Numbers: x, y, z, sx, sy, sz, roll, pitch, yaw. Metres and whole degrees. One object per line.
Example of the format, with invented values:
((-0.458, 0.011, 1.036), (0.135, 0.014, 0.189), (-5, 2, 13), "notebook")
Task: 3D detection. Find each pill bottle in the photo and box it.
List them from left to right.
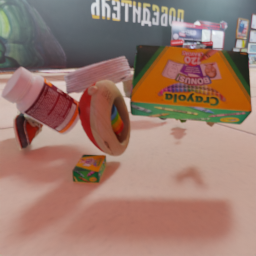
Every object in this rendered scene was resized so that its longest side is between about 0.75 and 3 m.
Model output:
((-2.361, -0.728, 7.804), (1.971, 1.126, 1.126), (35, -7, -35), "pill bottle")

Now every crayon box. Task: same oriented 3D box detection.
((-0.858, 0.911, 6.382), (0.575, 0.282, 0.968), (1, 16, 5), "crayon box")
((1.348, -0.967, 6.255), (2.492, 1.480, 0.726), (5, -22, 4), "crayon box")

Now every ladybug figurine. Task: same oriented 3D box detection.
((-0.556, -0.202, 6.575), (0.797, 2.214, 1.503), (2, 53, 19), "ladybug figurine")

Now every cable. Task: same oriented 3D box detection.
((-0.941, -1.571, 8.569), (2.072, 0.717, 2.072), (-21, 12, -28), "cable")

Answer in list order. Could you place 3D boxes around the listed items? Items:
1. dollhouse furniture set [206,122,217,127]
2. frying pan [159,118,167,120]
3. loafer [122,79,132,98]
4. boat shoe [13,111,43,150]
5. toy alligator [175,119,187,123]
((2.034, -0.585, 7.170), (0.571, 0.488, 1.102), (30, 32, -10), "dollhouse furniture set")
((1.546, -0.727, 10.978), (1.022, 0.618, 0.166), (-39, 18, -18), "frying pan")
((0.901, -2.232, 11.712), (2.720, 0.929, 1.029), (-31, 6, -17), "loafer")
((-2.930, -0.090, 8.377), (0.754, 0.858, 2.411), (-6, 22, -13), "boat shoe")
((1.929, -0.363, 9.759), (0.521, 0.378, 1.573), (-6, -1, 7), "toy alligator")
